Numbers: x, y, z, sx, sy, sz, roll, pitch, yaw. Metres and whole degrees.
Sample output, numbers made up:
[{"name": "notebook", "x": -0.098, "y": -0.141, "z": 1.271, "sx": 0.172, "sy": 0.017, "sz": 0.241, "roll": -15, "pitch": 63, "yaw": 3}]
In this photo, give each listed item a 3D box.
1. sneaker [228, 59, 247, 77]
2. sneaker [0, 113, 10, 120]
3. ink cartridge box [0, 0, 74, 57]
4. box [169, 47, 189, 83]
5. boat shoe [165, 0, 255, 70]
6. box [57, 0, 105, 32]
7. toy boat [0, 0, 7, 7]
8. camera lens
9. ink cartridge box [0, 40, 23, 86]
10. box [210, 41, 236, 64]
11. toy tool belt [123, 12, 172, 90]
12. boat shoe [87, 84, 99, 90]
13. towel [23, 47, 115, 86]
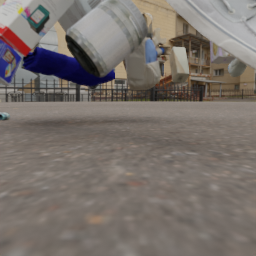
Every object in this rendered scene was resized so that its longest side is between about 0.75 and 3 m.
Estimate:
[{"name": "sneaker", "x": 4.348, "y": -2.713, "z": 10.323, "sx": 0.694, "sy": 0.700, "sz": 1.931, "roll": 5, "pitch": -34, "yaw": -20}, {"name": "sneaker", "x": -5.217, "y": -0.479, "z": 11.113, "sx": 0.909, "sy": 0.353, "sz": 0.392, "roll": 1, "pitch": 10, "yaw": 9}, {"name": "ink cartridge box", "x": -2.002, "y": -2.048, "z": 5.313, "sx": 1.034, "sy": 1.780, "sz": 0.599, "roll": 35, "pitch": -7, "yaw": 42}, {"name": "box", "x": 1.955, "y": -2.443, "z": 10.801, "sx": 0.495, "sy": 1.273, "sz": 0.604, "roll": 1, "pitch": -27, "yaw": -10}, {"name": "boat shoe", "x": 1.689, "y": -1.890, "z": 4.626, "sx": 1.000, "sy": 0.952, "sz": 2.778, "roll": 4, "pitch": 42, "yaw": -44}, {"name": "box", "x": -0.922, "y": -3.107, "z": 7.384, "sx": 1.312, "sy": 1.524, "sz": 1.532, "roll": 5, "pitch": 51, "yaw": 44}, {"name": "toy boat", "x": -3.256, "y": -2.793, "z": 6.901, "sx": 1.483, "sy": 1.247, "sz": 0.689, "roll": -21, "pitch": -7, "yaw": -18}, {"name": "camera lens", "x": -0.465, "y": -1.868, "z": 5.816, "sx": 1.456, "sy": 1.165, "sz": 1.165, "roll": -42, "pitch": 15, "yaw": -8}, {"name": "ink cartridge box", "x": -3.941, "y": -2.717, "z": 8.584, "sx": 0.514, "sy": 2.161, "sz": 2.187, "roll": 16, "pitch": -13, "yaw": 13}, {"name": "box", "x": 2.614, "y": -3.261, "z": 7.836, "sx": 0.559, "sy": 2.891, "sz": 0.599, "roll": 0, "pitch": -6, "yaw": -8}, {"name": "toy tool belt", "x": 0.702, "y": -2.793, "z": 10.222, "sx": 1.694, "sy": 2.714, "sz": 1.668, "roll": 10, "pitch": 25, "yaw": 33}, {"name": "boat shoe", "x": -1.152, "y": -2.301, "z": 11.566, "sx": 0.569, "sy": 1.628, "sz": 0.539, "roll": 35, "pitch": -4, "yaw": -25}, {"name": "towel", "x": -2.097, "y": -2.022, "z": 9.801, "sx": 2.812, "sy": 0.697, "sz": 2.076, "roll": 9, "pitch": 2, "yaw": -31}]
